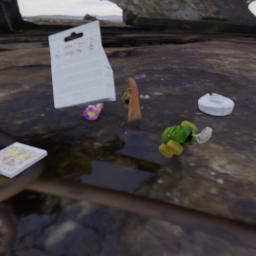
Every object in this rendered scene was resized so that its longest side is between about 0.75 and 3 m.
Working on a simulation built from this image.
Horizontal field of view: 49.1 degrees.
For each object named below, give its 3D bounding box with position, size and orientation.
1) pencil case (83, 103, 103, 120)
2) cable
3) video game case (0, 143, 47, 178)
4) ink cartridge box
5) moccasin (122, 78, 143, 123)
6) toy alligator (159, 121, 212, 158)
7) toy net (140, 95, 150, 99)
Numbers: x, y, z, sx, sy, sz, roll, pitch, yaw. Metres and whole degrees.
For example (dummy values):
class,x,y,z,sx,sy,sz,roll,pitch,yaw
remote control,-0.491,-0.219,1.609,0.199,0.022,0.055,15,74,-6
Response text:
class,x,y,z,sx,sy,sz,roll,pitch,yaw
pencil case,-1.573,-0.869,12.827,0.638,0.638,1.444,3,23,7
cable,4.147,-1.078,13.339,1.611,0.558,1.610,-21,34,-37
video game case,-3.756,1.012,9.222,1.426,0.179,1.566,12,27,24
ink cartridge box,-1.635,-2.067,9.722,2.133,2.625,0.749,-8,-8,23
moccasin,0.124,-1.203,12.076,0.809,2.095,0.766,-6,-16,2
toy alligator,1.453,0.203,7.863,0.678,2.821,0.935,38,73,-1
toy net,0.735,-1.596,14.960,0.813,0.157,0.426,-5,28,-8
